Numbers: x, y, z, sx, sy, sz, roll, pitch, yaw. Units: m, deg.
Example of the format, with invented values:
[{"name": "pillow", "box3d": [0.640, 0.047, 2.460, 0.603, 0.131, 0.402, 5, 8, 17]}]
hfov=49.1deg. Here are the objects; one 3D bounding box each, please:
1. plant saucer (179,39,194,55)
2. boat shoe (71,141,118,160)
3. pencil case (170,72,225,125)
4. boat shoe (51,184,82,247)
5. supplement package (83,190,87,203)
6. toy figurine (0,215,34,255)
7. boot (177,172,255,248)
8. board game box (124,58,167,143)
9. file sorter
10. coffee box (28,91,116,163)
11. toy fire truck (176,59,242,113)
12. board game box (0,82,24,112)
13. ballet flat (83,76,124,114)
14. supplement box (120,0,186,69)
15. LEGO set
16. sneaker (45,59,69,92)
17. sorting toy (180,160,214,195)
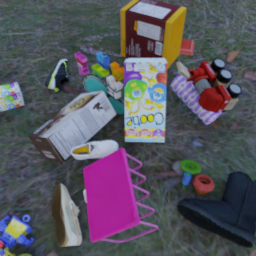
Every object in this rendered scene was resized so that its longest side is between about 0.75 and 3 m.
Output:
[{"name": "plant saucer", "box3d": [2.726, -4.139, 14.123, 1.177, 0.216, 1.179, 10, 50, 9]}, {"name": "boat shoe", "box3d": [-0.964, 0.601, 7.871, 1.337, 0.467, 0.474, -8, 71, 7]}, {"name": "pencil case", "box3d": [2.532, -1.144, 10.366, 0.944, 0.927, 2.209, -38, 82, -16]}, {"name": "boat shoe", "box3d": [-1.743, 2.460, 8.005, 0.618, 0.686, 1.903, 17, 32, -35]}, {"name": "supplement package", "box3d": [-0.777, 1.997, 8.331, 0.861, 0.653, 0.648, 21, 52, 18]}, {"name": "toy figurine", "box3d": [-2.952, 2.813, 7.430, 1.935, 1.021, 1.159, 22, 47, 18]}, {"name": "boot", "box3d": [2.743, 2.068, 8.099, 2.260, 0.863, 1.899, 24, 56, 11]}, {"name": "board game box", "box3d": [0.564, -0.957, 9.439, 1.343, 2.607, 1.367, 0, 19, 4]}, {"name": "file sorter", "box3d": [-0.177, 1.783, 7.142, 1.331, 1.201, 1.915, -30, 52, 23]}, {"name": "coffee box", "box3d": [-1.853, -0.091, 9.467, 1.454, 1.026, 2.572, 2, 39, 50]}, {"name": "toy fire truck", "box3d": [2.351, -1.388, 8.809, 1.941, 1.249, 1.708, -8, 59, -17]}, {"name": "board game box", "box3d": [-4.967, -1.177, 11.124, 1.388, 0.728, 0.715, -17, 50, -14]}, {"name": "ballet flat", "box3d": [-0.892, -1.283, 10.641, 0.775, 2.088, 0.775, -31, 35, 24]}, {"name": "supplement box", "box3d": [1.069, -4.291, 12.784, 2.414, 2.381, 1.603, 24, 52, 20]}, {"name": "LEGO set", "box3d": [-0.820, -1.887, 10.444, 1.012, 1.089, 2.654, -29, 52, -28]}, {"name": "sneaker", "box3d": [-2.951, -2.247, 12.284, 0.807, 0.699, 1.949, 26, 50, -9]}, {"name": "sorting toy", "box3d": [2.045, 1.631, 8.829, 0.823, 0.562, 1.369, -6, 34, -25]}]
